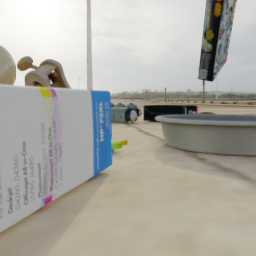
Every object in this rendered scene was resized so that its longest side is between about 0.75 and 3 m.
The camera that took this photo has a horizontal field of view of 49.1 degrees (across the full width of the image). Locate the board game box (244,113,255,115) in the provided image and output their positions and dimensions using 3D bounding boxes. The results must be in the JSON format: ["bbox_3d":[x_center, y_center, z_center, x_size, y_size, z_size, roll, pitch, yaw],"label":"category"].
[{"bbox_3d":[5.000,-0.324,9.812,1.546,0.358,1.171,-4,6,-41],"label":"board game box"}]

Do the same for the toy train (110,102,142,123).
[{"bbox_3d":[-0.414,-0.524,10.508,1.792,0.763,1.021,5,19,25],"label":"toy train"}]

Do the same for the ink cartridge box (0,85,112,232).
[{"bbox_3d":[-1.206,0.109,1.998,1.420,0.822,2.445,1,6,18],"label":"ink cartridge box"}]

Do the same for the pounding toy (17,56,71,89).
[{"bbox_3d":[-1.753,-1.114,7.098,1.281,2.240,1.285,-29,20,51],"label":"pounding toy"}]

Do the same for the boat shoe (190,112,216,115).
[{"bbox_3d":[1.924,-0.185,8.129,1.268,0.456,0.431,-8,4,36],"label":"boat shoe"}]

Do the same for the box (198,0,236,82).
[{"bbox_3d":[2.066,-2.221,6.414,0.388,1.943,1.331,16,40,25],"label":"box"}]

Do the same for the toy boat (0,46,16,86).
[{"bbox_3d":[-3.996,-0.855,7.220,1.359,2.459,2.925,36,-23,-6],"label":"toy boat"}]

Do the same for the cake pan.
[{"bbox_3d":[1.772,0.046,4.791,2.614,0.479,2.614,0,5,0],"label":"cake pan"}]

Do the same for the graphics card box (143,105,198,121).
[{"bbox_3d":[1.861,-0.642,11.724,1.660,0.673,2.646,3,4,24],"label":"graphics card box"}]

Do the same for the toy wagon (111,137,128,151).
[{"bbox_3d":[-0.489,0.250,4.139,0.992,0.196,0.770,2,6,19],"label":"toy wagon"}]
